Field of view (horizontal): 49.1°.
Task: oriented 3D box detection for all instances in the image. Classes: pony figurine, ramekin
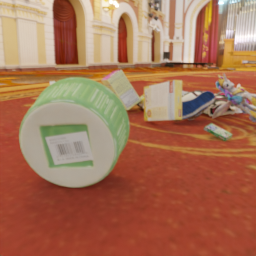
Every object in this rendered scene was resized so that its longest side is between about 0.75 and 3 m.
[{"bbox_3d":[4.588,-1.141,11.622,2.231,2.154,1.858,36,72,25],"label":"pony figurine"},{"bbox_3d":[-1.181,0.170,6.179,2.342,2.342,1.144,1,24,5],"label":"ramekin"}]

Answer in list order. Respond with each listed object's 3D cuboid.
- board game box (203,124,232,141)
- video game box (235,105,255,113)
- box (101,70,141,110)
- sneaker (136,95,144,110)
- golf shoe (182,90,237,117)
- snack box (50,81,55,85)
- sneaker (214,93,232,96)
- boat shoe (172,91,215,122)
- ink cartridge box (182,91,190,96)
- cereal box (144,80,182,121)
[{"bbox_3d":[3.153,0.145,9.827,0.842,0.123,0.567,33,33,32],"label":"board game box"},{"bbox_3d":[5.670,-1.054,14.471,1.214,0.312,1.332,-3,16,-19],"label":"video game box"},{"bbox_3d":[-0.383,-1.917,14.172,0.879,1.819,1.600,-36,15,-8],"label":"box"},{"bbox_3d":[1.029,-1.417,14.460,0.879,0.891,2.332,4,11,-15],"label":"sneaker"},{"bbox_3d":[3.714,-1.112,13.340,2.848,1.099,1.254,-2,29,14],"label":"golf shoe"},{"bbox_3d":[-3.582,-1.621,13.625,0.293,1.105,0.786,-9,32,-12],"label":"snack box"},{"bbox_3d":[5.626,-1.523,15.497,2.145,0.804,0.966,-7,18,2],"label":"sneaker"},{"bbox_3d":[2.803,-0.750,12.216,2.298,0.832,0.830,-25,55,-16],"label":"boat shoe"},{"bbox_3d":[3.412,-1.754,15.800,1.873,0.347,0.887,14,-7,9],"label":"ink cartridge box"},{"bbox_3d":[1.342,-1.020,11.192,0.410,1.492,2.074,0,1,-31],"label":"cereal box"}]
